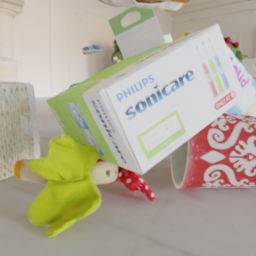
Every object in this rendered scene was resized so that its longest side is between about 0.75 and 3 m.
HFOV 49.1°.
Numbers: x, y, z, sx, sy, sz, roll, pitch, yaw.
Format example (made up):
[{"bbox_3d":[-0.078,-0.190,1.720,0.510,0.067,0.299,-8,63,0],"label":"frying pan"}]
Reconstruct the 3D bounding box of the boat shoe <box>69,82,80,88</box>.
[{"bbox_3d":[-1.062,-1.454,10.052,2.328,0.693,0.836,2,51,8],"label":"boat shoe"}]

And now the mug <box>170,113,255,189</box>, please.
[{"bbox_3d":[1.750,0.251,4.612,1.941,1.295,1.723,3,29,-1],"label":"mug"}]

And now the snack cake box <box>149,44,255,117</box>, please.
[{"bbox_3d":[1.666,-0.476,5.649,2.878,0.967,1.655,36,-15,-30],"label":"snack cake box"}]

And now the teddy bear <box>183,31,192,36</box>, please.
[{"bbox_3d":[2.228,-2.673,10.932,1.505,2.076,0.693,39,-6,-42],"label":"teddy bear"}]

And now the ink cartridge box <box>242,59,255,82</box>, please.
[{"bbox_3d":[4.902,-1.200,10.201,1.484,2.578,0.874,7,11,35],"label":"ink cartridge box"}]

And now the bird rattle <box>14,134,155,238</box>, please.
[{"bbox_3d":[-0.597,0.529,3.830,1.596,1.103,1.958,3,7,34],"label":"bird rattle"}]

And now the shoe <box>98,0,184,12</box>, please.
[{"bbox_3d":[0.344,-3.558,7.105,2.826,0.988,0.754,-3,14,-24],"label":"shoe"}]

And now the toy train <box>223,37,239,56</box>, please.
[{"bbox_3d":[3.627,-3.099,10.777,1.300,0.752,0.550,20,-12,-25],"label":"toy train"}]

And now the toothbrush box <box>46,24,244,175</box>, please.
[{"bbox_3d":[0.041,-0.402,3.929,1.686,0.997,2.316,-33,16,-23],"label":"toothbrush box"}]

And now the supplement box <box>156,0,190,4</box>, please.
[{"bbox_3d":[0.065,-2.941,5.137,2.444,0.813,0.841,4,1,-8],"label":"supplement box"}]

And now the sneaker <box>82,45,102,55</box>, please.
[{"bbox_3d":[-1.323,-2.840,10.259,0.779,0.291,0.320,-11,-22,-21],"label":"sneaker"}]

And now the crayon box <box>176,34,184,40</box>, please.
[{"bbox_3d":[1.285,-2.283,8.317,0.837,0.343,1.331,-41,6,-5],"label":"crayon box"}]

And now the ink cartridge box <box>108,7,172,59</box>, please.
[{"bbox_3d":[0.596,-3.020,10.183,1.962,2.697,0.647,-13,14,40],"label":"ink cartridge box"}]

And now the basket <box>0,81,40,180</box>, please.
[{"bbox_3d":[-2.713,0.040,5.066,1.716,1.700,1.380,3,13,17],"label":"basket"}]
